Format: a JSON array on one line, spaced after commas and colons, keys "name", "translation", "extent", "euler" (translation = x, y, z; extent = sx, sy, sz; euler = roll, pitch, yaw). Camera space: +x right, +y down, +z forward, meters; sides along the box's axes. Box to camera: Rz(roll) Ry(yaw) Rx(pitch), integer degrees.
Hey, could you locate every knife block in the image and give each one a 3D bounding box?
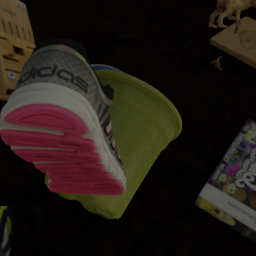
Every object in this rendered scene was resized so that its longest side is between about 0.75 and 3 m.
[{"name": "knife block", "translation": [-2.619, -1.188, 4.782], "extent": [2.190, 0.798, 2.495], "euler": [-26, 75, 28]}]

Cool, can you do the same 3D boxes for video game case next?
[{"name": "video game case", "translation": [3.443, 1.367, 6.585], "extent": [2.636, 0.521, 2.908], "euler": [31, 57, 23]}]

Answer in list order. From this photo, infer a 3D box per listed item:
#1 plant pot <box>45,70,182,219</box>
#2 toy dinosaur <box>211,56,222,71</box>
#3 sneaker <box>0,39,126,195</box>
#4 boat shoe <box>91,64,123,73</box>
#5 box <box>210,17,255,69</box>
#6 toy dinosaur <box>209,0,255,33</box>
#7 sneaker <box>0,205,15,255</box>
[{"name": "plant pot", "translation": [-0.468, 0.534, 6.201], "extent": [2.662, 2.662, 2.448], "euler": [19, 65, 15]}, {"name": "toy dinosaur", "translation": [3.125, -2.271, 9.808], "extent": [0.398, 0.227, 0.750], "euler": [16, 56, -16]}, {"name": "sneaker", "translation": [-0.608, 0.053, 3.665], "extent": [1.102, 2.988, 1.307], "euler": [-1, 62, 5]}, {"name": "boat shoe", "translation": [-1.305, -1.260, 8.517], "extent": [2.889, 1.044, 1.046], "euler": [11, 56, 21]}, {"name": "box", "translation": [4.874, -3.048, 10.347], "extent": [2.318, 0.302, 2.836], "euler": [-34, 59, -25]}, {"name": "toy dinosaur", "translation": [2.403, -3.081, 6.931], "extent": [2.329, 1.178, 0.678], "euler": [2, 20, -38]}, {"name": "sneaker", "translation": [-2.896, 2.657, 5.441], "extent": [0.921, 0.841, 2.276], "euler": [-8, 43, 2]}]
